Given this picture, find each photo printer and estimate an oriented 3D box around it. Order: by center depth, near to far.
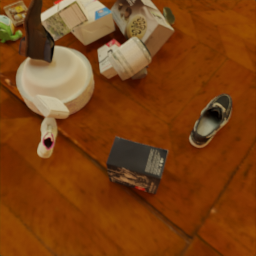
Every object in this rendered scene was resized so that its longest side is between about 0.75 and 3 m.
[{"bbox_3d":[-2.240,-0.609,8.311,0.792,0.951,0.330,44,108,21],"label":"photo printer"}]

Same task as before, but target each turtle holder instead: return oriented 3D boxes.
[{"bbox_3d":[-4.882,-3.946,11.062,1.156,0.878,0.821,14,62,8],"label":"turtle holder"}]

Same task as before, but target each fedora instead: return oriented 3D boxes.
[{"bbox_3d":[0.345,-2.000,10.150,0.796,0.900,0.406,-10,89,-47],"label":"fedora"}]

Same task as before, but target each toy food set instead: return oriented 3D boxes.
[{"bbox_3d":[-4.617,-4.871,11.851,0.882,0.371,1.229,-31,66,-16],"label":"toy food set"}]

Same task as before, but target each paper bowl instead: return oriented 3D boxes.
[{"bbox_3d":[-2.509,-1.754,9.621,2.562,1.332,2.562,0,60,1],"label":"paper bowl"}]

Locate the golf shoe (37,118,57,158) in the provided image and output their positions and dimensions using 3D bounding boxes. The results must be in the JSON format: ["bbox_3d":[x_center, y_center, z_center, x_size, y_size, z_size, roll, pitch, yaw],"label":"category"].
[{"bbox_3d":[-2.383,0.206,8.494,0.519,0.631,1.378,11,63,-24],"label":"golf shoe"}]

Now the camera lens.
[{"bbox_3d":[0.063,-2.266,9.171,1.233,0.986,0.986,-35,65,4],"label":"camera lens"}]

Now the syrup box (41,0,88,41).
[{"bbox_3d":[-2.463,-3.740,9.832,2.039,0.803,0.830,-26,42,13],"label":"syrup box"}]

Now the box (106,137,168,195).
[{"bbox_3d":[0.237,1.108,7.891,1.472,1.616,0.841,15,63,8],"label":"box"}]

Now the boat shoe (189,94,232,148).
[{"bbox_3d":[2.804,-0.378,9.215,0.857,0.700,2.320,37,68,18],"label":"boat shoe"}]

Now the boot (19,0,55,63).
[{"bbox_3d":[-2.565,-2.899,8.373,1.001,2.066,0.772,20,42,-13],"label":"boot"}]

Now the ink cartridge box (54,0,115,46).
[{"bbox_3d":[-1.787,-4.470,11.200,1.434,0.830,2.469,-31,54,-13],"label":"ink cartridge box"}]

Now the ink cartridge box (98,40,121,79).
[{"bbox_3d":[-0.624,-2.526,10.308,0.828,0.475,1.140,-25,59,27],"label":"ink cartridge box"}]

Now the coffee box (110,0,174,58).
[{"bbox_3d":[0.458,-4.073,10.690,0.989,1.400,2.478,2,52,-46],"label":"coffee box"}]

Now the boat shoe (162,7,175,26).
[{"bbox_3d":[1.620,-4.432,11.292,0.392,0.361,1.098,-1,55,-12],"label":"boat shoe"}]
